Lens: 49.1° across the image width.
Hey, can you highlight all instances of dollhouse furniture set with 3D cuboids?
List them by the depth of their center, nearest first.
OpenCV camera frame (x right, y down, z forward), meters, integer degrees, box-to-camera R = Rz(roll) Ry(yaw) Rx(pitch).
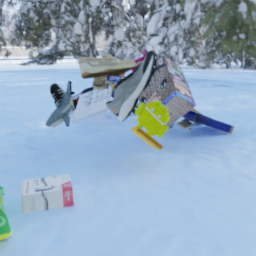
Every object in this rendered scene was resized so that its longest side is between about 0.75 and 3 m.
[{"bbox_3d":[1.976,-0.017,11.216,0.932,0.608,0.880,37,38,27],"label":"dollhouse furniture set"}]

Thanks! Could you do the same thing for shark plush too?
[{"bbox_3d":[-2.017,-0.678,8.661,0.638,1.532,0.696,15,22,-35],"label":"shark plush"}]

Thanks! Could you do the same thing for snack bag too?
[{"bbox_3d":[-1.621,-1.181,12.632,1.958,0.210,1.846,-15,46,26],"label":"snack bag"}]

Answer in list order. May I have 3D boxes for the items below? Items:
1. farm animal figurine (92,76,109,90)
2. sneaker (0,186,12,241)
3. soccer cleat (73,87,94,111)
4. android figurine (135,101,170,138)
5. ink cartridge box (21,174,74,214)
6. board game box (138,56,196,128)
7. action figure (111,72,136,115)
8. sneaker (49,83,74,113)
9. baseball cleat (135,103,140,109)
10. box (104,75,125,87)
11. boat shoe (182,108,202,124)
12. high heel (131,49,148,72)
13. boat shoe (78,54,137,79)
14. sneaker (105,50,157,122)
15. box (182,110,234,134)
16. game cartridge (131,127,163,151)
[{"bbox_3d":[-1.037,-1.753,9.785,0.663,1.271,1.257,-5,32,-6],"label":"farm animal figurine"},{"bbox_3d":[-2.578,1.469,5.098,0.676,0.763,1.825,-8,18,-30],"label":"sneaker"},{"bbox_3d":[-2.361,-1.491,14.362,2.371,0.809,0.868,-29,19,2],"label":"soccer cleat"},{"bbox_3d":[0.742,-0.265,8.461,1.168,1.283,0.264,48,39,13],"label":"android figurine"},{"bbox_3d":[-1.735,1.391,5.998,1.037,0.440,0.755,-7,17,-18],"label":"ink cartridge box"},{"bbox_3d":[1.265,-1.223,10.126,0.993,1.634,2.050,21,42,-34],"label":"board game box"},{"bbox_3d":[-0.084,-1.908,13.572,2.572,2.659,1.391,-7,49,52],"label":"action figure"},{"bbox_3d":[-2.151,-1.054,9.242,0.434,1.146,0.662,-22,30,12],"label":"sneaker"},{"bbox_3d":[-0.036,-1.225,14.539,1.640,0.873,0.572,37,14,20],"label":"baseball cleat"},{"bbox_3d":[-0.383,-1.842,11.381,1.418,0.497,0.456,18,-11,-28],"label":"box"},{"bbox_3d":[2.473,-1.007,12.450,2.280,0.868,0.817,30,-12,6],"label":"boat shoe"},{"bbox_3d":[0.585,-2.732,12.008,0.427,1.269,0.609,0,53,-43],"label":"high heel"},{"bbox_3d":[-0.561,-1.848,8.109,1.863,0.605,0.672,-15,-3,-32],"label":"boat shoe"},{"bbox_3d":[0.092,-1.383,8.927,0.986,2.486,0.919,34,24,2],"label":"sneaker"},{"bbox_3d":[2.840,-0.362,11.012,2.287,0.371,1.386,18,6,-24],"label":"box"},{"bbox_3d":[0.489,0.269,7.590,0.858,0.158,0.973,39,-2,-6],"label":"game cartridge"}]
